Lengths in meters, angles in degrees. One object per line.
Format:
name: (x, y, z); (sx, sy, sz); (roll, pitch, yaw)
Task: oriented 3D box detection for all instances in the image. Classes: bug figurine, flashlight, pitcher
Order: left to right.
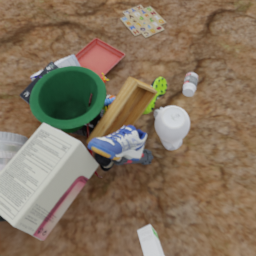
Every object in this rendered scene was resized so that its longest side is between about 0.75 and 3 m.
bug figurine: (-1.065, -1.134, 9.141); (1.267, 0.420, 1.634); (-16, 51, -13)
flashlight: (0.166, 0.902, 9.178); (0.578, 1.702, 0.576); (35, 109, 34)
pitcher: (1.244, -0.169, 8.875); (1.042, 1.720, 1.475); (-31, 71, -7)

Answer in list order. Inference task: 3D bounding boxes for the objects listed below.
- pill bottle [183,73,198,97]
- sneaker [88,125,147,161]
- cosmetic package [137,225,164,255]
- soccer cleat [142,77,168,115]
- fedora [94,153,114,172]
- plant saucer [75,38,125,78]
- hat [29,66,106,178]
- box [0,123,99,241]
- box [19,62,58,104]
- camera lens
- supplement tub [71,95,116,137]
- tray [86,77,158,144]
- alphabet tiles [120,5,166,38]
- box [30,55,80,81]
pill bottle: (2.336, -1.627, 10.563); (0.492, 0.492, 0.863); (14, 54, 8)
sneaker: (-0.242, 0.318, 7.442); (0.799, 2.122, 0.935); (25, 97, 30)
cosmetic package: (0.589, 2.991, 6.951); (0.406, 0.515, 0.958); (-27, 40, 4)
soccer cleat: (0.753, -1.121, 9.567); (0.759, 0.632, 1.873); (-14, 31, 43)
fedora: (-0.812, 0.969, 9.290); (0.446, 0.976, 0.976); (22, 53, -33)
plant saucer: (-1.298, -2.967, 12.148); (1.721, 0.316, 1.724); (33, 66, 18)
hat: (-1.691, -0.219, 8.686); (2.136, 2.270, 2.579); (7, 58, 5)
box: (-2.059, 1.256, 6.813); (1.446, 1.232, 2.262); (23, 66, 33)
box: (-2.575, -1.235, 8.907); (0.773, 0.891, 1.458); (41, 83, 0)
camera lens: (-3.941, 1.490, 8.300); (1.951, 1.951, 2.439); (-1, 75, -1)
supplement tub: (-1.292, -0.464, 9.925); (2.636, 1.615, 1.615); (11, 60, 6)
tray: (-0.187, -0.335, 8.223); (0.426, 1.133, 2.298); (44, 109, 30)
alphabet tiles: (0.716, -5.202, 13.597); (1.787, 0.068, 2.148); (-27, 63, -15)
box: (-2.674, -1.972, 10.505); (1.525, 0.800, 1.403); (-37, 22, -22)
